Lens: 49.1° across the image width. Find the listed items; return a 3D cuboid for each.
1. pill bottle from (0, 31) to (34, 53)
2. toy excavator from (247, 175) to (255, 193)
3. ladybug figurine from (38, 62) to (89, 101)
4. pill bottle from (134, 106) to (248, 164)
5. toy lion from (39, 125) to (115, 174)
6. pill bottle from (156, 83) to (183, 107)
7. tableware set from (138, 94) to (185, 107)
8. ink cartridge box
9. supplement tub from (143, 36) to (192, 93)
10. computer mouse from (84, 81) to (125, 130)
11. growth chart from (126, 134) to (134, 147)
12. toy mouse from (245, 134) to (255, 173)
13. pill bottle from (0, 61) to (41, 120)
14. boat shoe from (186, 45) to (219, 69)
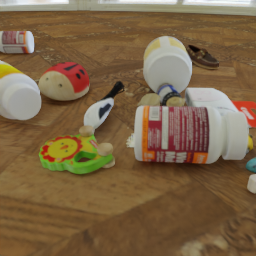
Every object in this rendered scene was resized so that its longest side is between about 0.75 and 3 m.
[{"bbox_3d":[-6.721,-4.955,16.208,2.228,1.221,1.221,-1,30,-3],"label":"pill bottle"},{"bbox_3d":[3.248,1.501,5.532,1.480,0.760,1.522,8,18,10],"label":"toy excavator"},{"bbox_3d":[-2.369,-1.896,10.809,1.750,0.927,2.578,22,30,3],"label":"ladybug figurine"},{"bbox_3d":[1.480,0.166,6.944,2.557,1.401,1.401,2,30,7],"label":"pill bottle"},{"bbox_3d":[-1.395,0.642,7.182,1.602,0.574,1.671,-24,37,-24],"label":"toy lion"},{"bbox_3d":[1.477,-1.030,9.830,0.692,0.692,1.237,-6,33,-10],"label":"pill bottle"},{"bbox_3d":[1.048,-0.570,8.916,1.686,0.196,1.408,5,49,21],"label":"tableware set"},{"bbox_3d":[3.379,-0.727,9.432,2.574,0.734,2.092,-4,29,2],"label":"ink cartridge box"},{"bbox_3d":[1.542,-2.499,11.240,1.857,1.857,2.554,2,30,3],"label":"supplement tub"},{"bbox_3d":[-0.876,-0.682,8.960,1.244,0.498,2.268,-34,18,30],"label":"computer mouse"},{"bbox_3d":[0.245,0.350,8.063,0.551,0.068,0.762,4,30,8],"label":"growth chart"},{"bbox_3d":[3.709,0.605,7.194,2.434,0.471,2.163,-21,36,-32],"label":"toy mouse"},{"bbox_3d":[-3.986,-1.239,9.392,1.500,1.500,2.746,-22,36,-34],"label":"pill bottle"},{"bbox_3d":[3.742,-3.672,14.384,0.821,0.820,2.333,-15,34,-28],"label":"boat shoe"}]
